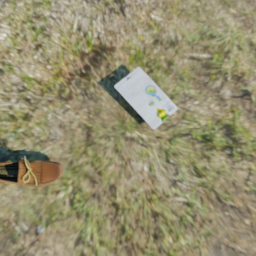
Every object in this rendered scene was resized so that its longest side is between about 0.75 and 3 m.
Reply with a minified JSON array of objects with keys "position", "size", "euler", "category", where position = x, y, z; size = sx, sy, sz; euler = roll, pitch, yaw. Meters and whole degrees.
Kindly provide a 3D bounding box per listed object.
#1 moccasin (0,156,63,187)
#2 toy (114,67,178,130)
[{"position":[-2.834,1.186,7.640],"size":[2.107,0.813,0.771],"euler":[4,76,6],"category":"moccasin"},{"position":[0.527,-0.866,8.489],"size":[1.020,0.418,1.772],"euler":[-40,80,-13],"category":"toy"}]
